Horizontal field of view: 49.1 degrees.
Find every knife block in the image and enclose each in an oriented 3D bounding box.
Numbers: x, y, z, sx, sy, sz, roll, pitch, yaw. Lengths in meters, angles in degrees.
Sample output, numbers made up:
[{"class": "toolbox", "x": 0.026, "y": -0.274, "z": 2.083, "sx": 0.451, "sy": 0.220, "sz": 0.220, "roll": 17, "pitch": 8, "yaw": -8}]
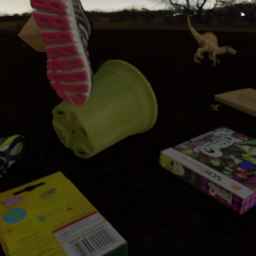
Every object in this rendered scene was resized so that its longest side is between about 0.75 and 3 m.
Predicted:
[{"class": "knife block", "x": -2.829, "y": -2.811, "z": 8.671, "sx": 2.190, "sy": 0.798, "sz": 2.495, "roll": -31, "pitch": 43, "yaw": 26}]

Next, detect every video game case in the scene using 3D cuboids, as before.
[{"class": "video game case", "x": 2.798, "y": 0.928, "z": 7.729, "sx": 2.908, "sy": 0.521, "sz": 2.636, "roll": -17, "pitch": 30, "yaw": -33}]

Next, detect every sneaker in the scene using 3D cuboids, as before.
[{"class": "sneaker", "x": -1.330, "y": -1.996, "z": 6.691, "sx": 1.102, "sy": 2.988, "sz": 1.307, "roll": 3, "pitch": 36, "yaw": 18}, {"class": "sneaker", "x": -3.772, "y": 0.862, "z": 7.712, "sx": 0.921, "sy": 0.841, "sz": 2.276, "roll": -2, "pitch": 16, "yaw": 12}]

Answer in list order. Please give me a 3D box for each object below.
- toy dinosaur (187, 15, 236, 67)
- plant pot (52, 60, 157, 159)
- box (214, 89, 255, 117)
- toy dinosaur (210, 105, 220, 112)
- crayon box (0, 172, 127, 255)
[{"class": "toy dinosaur", "x": 2.761, "y": -2.968, "z": 10.137, "sx": 2.329, "sy": 1.178, "sz": 0.678, "roll": 24, "pitch": -6, "yaw": -20}, {"class": "plant pot", "x": -0.869, "y": -0.410, "z": 8.680, "sx": 2.662, "sy": 2.662, "sz": 2.448, "roll": 19, "pitch": 42, "yaw": 36}, {"class": "box", "x": 5.709, "y": -1.127, "z": 12.523, "sx": 2.318, "sy": 0.302, "sz": 2.836, "roll": -11, "pitch": 27, "yaw": -23}, {"class": "toy dinosaur", "x": 3.773, "y": -0.873, "z": 12.147, "sx": 0.398, "sy": 0.227, "sz": 0.750, "roll": 27, "pitch": 36, "yaw": 5}, {"class": "crayon box", "x": -1.454, "y": 1.933, "z": 5.311, "sx": 1.702, "sy": 0.681, "sz": 2.681, "roll": -17, "pitch": 30, "yaw": -32}]
